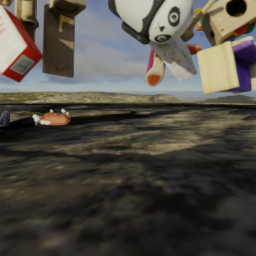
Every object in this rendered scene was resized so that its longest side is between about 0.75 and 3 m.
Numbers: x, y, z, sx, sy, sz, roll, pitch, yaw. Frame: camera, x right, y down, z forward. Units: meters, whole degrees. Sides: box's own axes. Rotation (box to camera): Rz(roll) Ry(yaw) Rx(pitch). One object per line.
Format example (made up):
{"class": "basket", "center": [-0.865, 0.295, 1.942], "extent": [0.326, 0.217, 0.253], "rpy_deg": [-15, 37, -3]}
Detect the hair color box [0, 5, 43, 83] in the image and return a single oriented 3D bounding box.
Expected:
{"class": "hair color box", "center": [-3.369, -2.416, 7.981], "extent": [2.143, 1.088, 0.656], "rpy_deg": [54, 12, 28]}

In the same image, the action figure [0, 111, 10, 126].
{"class": "action figure", "center": [-4.094, -0.252, 8.018], "extent": [1.172, 0.625, 1.801], "rpy_deg": [8, 10, -2]}

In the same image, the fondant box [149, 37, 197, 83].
{"class": "fondant box", "center": [1.278, -2.696, 8.942], "extent": [0.634, 1.571, 2.178], "rpy_deg": [-31, -50, 26]}

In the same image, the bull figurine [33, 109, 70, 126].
{"class": "bull figurine", "center": [-2.470, -0.322, 9.175], "extent": [1.188, 0.387, 0.721], "rpy_deg": [6, 32, 2]}

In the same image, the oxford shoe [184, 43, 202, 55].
{"class": "oxford shoe", "center": [2.324, -3.557, 12.143], "extent": [1.719, 0.627, 0.613], "rpy_deg": [6, -26, 15]}

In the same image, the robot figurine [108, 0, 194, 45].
{"class": "robot figurine", "center": [0.437, -2.992, 6.600], "extent": [2.287, 1.427, 1.718], "rpy_deg": [38, 3, 4]}

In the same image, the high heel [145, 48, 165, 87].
{"class": "high heel", "center": [1.196, -2.759, 11.481], "extent": [0.777, 1.108, 2.304], "rpy_deg": [11, -34, -4]}

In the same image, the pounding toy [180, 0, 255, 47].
{"class": "pounding toy", "center": [2.487, -2.750, 7.493], "extent": [2.173, 0.994, 1.909], "rpy_deg": [-30, -5, 8]}

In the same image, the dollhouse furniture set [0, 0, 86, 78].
{"class": "dollhouse furniture set", "center": [-2.242, -3.132, 8.192], "extent": [2.802, 2.400, 2.946], "rpy_deg": [3, -5, -37]}

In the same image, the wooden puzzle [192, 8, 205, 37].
{"class": "wooden puzzle", "center": [2.536, -3.728, 9.969], "extent": [0.119, 1.017, 0.686], "rpy_deg": [-44, 28, -17]}

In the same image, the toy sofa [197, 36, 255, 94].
{"class": "toy sofa", "center": [3.212, -1.637, 7.991], "extent": [1.376, 1.168, 2.820], "rpy_deg": [-9, 0, 37]}
